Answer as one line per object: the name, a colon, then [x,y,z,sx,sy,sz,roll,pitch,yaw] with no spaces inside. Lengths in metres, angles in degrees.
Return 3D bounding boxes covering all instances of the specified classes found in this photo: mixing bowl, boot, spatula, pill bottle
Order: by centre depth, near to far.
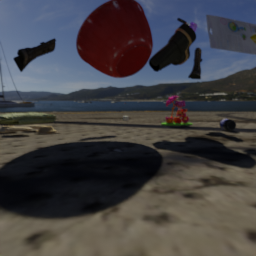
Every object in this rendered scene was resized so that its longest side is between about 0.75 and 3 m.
boot: [-3.089,-2.448,9.432,1.293,0.514,1.485,-33,9,-32]
mixing bowl: [-0.193,-2.792,9.739,2.825,1.530,2.825,-28,-26,-15]
pill bottle: [3.693,-0.107,10.350,0.430,0.430,0.768,0,4,2]
boot: [1.523,-2.793,11.233,1.075,1.919,2.775,45,-5,11]
spatula: [2.526,-4.462,12.002,1.230,0.348,0.126,7,20,-40]
boot: [3.047,-2.897,12.559,0.545,1.370,1.574,5,7,16]

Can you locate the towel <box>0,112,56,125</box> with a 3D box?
towel: [-5.529,-0.530,15.082,2.153,0.530,2.903,4,6,31]

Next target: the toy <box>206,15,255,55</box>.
toy: [4.200,-3.576,11.245,2.542,1.464,0.600,1,-17,-15]

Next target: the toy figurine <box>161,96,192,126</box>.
toy figurine: [2.372,-0.844,13.548,1.525,1.404,1.145,1,5,1]

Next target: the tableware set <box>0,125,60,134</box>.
tableware set: [-3.404,0.062,9.513,1.735,0.241,2.077,-1,4,-38]

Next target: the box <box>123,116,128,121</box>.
box: [-0.153,-0.610,17.828,0.311,0.259,0.758,0,5,-5]
